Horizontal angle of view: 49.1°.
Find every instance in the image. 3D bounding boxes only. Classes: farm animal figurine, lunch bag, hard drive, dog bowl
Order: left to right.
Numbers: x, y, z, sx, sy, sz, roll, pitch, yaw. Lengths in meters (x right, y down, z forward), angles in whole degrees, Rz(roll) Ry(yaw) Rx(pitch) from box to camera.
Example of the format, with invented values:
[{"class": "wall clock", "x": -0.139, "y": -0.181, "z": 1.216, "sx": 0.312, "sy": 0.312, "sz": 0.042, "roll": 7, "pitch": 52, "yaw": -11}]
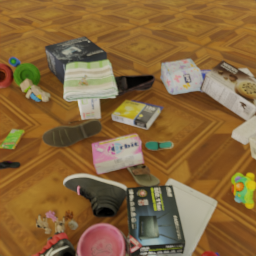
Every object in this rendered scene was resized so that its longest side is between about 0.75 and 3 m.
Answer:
[{"class": "farm animal figurine", "x": -2.064, "y": 2.854, "z": 8.162, "sx": 1.046, "sy": 1.034, "sz": 0.545, "roll": -10, "pitch": 49, "yaw": -3}, {"class": "dog bowl", "x": -0.724, "y": 3.372, "z": 7.785, "sx": 1.536, "sy": 0.566, "sz": 1.536, "roll": 0, "pitch": 53, "yaw": 0}, {"class": "hard drive", "x": 1.438, "y": 2.899, "z": 8.737, "sx": 1.765, "sy": 0.357, "sz": 2.676, "roll": 24, "pitch": 46, "yaw": 25}, {"class": "lunch bag", "x": 2.816, "y": -2.604, "z": 14.571, "sx": 1.717, "sy": 1.287, "sz": 2.025, "roll": -10, "pitch": 48, "yaw": -8}]

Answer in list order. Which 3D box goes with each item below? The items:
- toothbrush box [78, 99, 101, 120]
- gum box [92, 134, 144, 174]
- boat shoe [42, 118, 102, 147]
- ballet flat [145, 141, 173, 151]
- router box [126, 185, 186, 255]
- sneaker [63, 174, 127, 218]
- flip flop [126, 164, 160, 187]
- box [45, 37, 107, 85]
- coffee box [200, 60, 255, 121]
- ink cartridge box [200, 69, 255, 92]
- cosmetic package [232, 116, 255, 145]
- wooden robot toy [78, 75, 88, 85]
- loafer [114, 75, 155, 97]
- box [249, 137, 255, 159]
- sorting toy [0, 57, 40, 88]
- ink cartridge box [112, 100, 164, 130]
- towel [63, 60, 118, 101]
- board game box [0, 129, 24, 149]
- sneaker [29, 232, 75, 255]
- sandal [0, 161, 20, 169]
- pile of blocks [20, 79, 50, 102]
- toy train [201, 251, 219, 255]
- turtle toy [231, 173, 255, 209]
[{"class": "toothbrush box", "x": -1.944, "y": -1.610, "z": 13.134, "sx": 0.927, "sy": 1.568, "sz": 2.153, "roll": -10, "pitch": 41, "yaw": -12}, {"class": "gum box", "x": -0.357, "y": 0.952, "z": 10.586, "sx": 1.893, "sy": 0.626, "sz": 1.074, "roll": -13, "pitch": 40, "yaw": -1}, {"class": "boat shoe", "x": -2.306, "y": 0.182, "z": 11.693, "sx": 2.439, "sy": 0.877, "sz": 0.829, "roll": -11, "pitch": 16, "yaw": -11}, {"class": "ballet flat", "x": 1.264, "y": 0.741, "z": 11.293, "sx": 1.149, "sy": 0.358, "sz": 0.388, "roll": -1, "pitch": 77, "yaw": 21}, {"class": "router box", "x": 0.732, "y": 2.666, "z": 8.249, "sx": 1.496, "sy": 0.620, "sz": 1.996, "roll": -3, "pitch": 40, "yaw": -3}, {"class": "sneaker", "x": -1.209, "y": 2.238, "z": 9.168, "sx": 2.250, "sy": 0.795, "sz": 1.116, "roll": 9, "pitch": 40, "yaw": 10}, {"class": "flip flop", "x": 0.477, "y": 1.554, "z": 10.185, "sx": 0.698, "sy": 0.495, "sz": 1.720, "roll": -17, "pitch": 39, "yaw": -26}, {"class": "box", "x": -2.880, "y": -3.741, "z": 15.698, "sx": 2.573, "sy": 1.536, "sz": 2.616, "roll": -24, "pitch": 47, "yaw": -25}, {"class": "coffee box", "x": 5.019, "y": -1.812, "z": 13.204, "sx": 2.731, "sy": 1.090, "sz": 1.544, "roll": 40, "pitch": 62, "yaw": 22}, {"class": "ink cartridge box", "x": 5.166, "y": -2.557, "z": 14.976, "sx": 2.869, "sy": 0.634, "sz": 1.349, "roll": -3, "pitch": 39, "yaw": -3}, {"class": "cosmetic package", "x": 5.232, "y": 0.084, "z": 12.013, "sx": 1.645, "sy": 0.417, "sz": 0.679, "roll": -27, "pitch": 47, "yaw": -29}, {"class": "wooden robot toy", "x": -1.836, "y": -1.906, "z": 11.746, "sx": 0.342, "sy": 0.332, "sz": 0.754, "roll": 39, "pitch": 34, "yaw": -18}, {"class": "loafer", "x": -0.011, "y": -2.295, "z": 14.197, "sx": 2.885, "sy": 0.908, "sz": 1.037, "roll": -11, "pitch": 81, "yaw": -16}, {"class": "box", "x": 5.726, "y": 0.627, "z": 10.436, "sx": 2.019, "sy": 0.785, "sz": 0.959, "roll": -11, "pitch": 7, "yaw": 8}, {"class": "sorting toy", "x": -6.026, "y": -2.905, "z": 15.054, "sx": 2.682, "sy": 1.612, "sz": 1.101, "roll": 2, "pitch": 5, "yaw": -9}, {"class": "ink cartridge box", "x": 0.474, "y": -0.779, "z": 12.939, "sx": 1.798, "sy": 0.428, "sz": 1.820, "roll": 15, "pitch": 45, "yaw": 26}, {"class": "towel", "x": -1.698, "y": -2.198, "z": 12.259, "sx": 2.200, "sy": 0.453, "sz": 2.949, "roll": -5, "pitch": 40, "yaw": -7}, {"class": "board game box", "x": -4.848, "y": 0.493, "z": 11.738, "sx": 0.548, "sy": 0.172, "sz": 1.147, "roll": 5, "pitch": 38, "yaw": 7}, {"class": "sneaker", "x": -2.228, "y": 3.737, "z": 7.454, "sx": 0.978, "sy": 0.707, "sz": 2.001, "roll": 27, "pitch": 46, "yaw": 31}, {"class": "sandal", "x": -4.587, "y": 1.370, "z": 10.645, "sx": 0.918, "sy": 0.220, "sz": 0.345, "roll": -3, "pitch": 40, "yaw": -4}, {"class": "pile of blocks", "x": -4.646, "y": -1.734, "z": 14.180, "sx": 1.911, "sy": 0.784, "sz": 0.594, "roll": 36, "pitch": 8, "yaw": 23}, {"class": "toy train", "x": 1.227, "y": 4.285, "z": 6.598, "sx": 2.887, "sy": 1.222, "sz": 1.671, "roll": -16, "pitch": 56, "yaw": -18}, {"class": "turtle toy", "x": 3.826, "y": 1.987, "z": 9.365, "sx": 0.678, "sy": 0.978, "sz": 1.342, "roll": 3, "pitch": 22, "yaw": 17}]
